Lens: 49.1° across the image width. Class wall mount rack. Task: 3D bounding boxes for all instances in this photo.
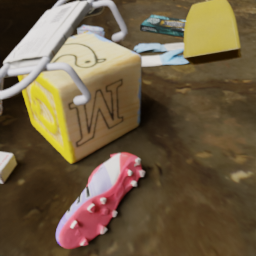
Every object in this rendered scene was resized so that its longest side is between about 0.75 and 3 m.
[{"bbox_3d":[-1.300,-1.107,4.478,2.254,0.967,2.594,0,50,31],"label":"wall mount rack"}]

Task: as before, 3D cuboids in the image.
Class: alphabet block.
[{"bbox_3d":[-1.299,-0.939,7.785,2.458,2.413,2.400,-30,47,-31],"label":"alphabet block"}]

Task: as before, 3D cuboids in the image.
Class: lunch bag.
[{"bbox_3d":[-1.629,-3.999,12.600,1.166,0.989,0.741,12,38,12],"label":"lunch bag"}]

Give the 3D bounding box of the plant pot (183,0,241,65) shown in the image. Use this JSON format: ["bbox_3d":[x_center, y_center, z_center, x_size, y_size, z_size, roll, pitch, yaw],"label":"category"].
[{"bbox_3d":[2.059,-2.372,6.910,1.271,1.309,1.279,-4,3,23],"label":"plant pot"}]

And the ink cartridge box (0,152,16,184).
[{"bbox_3d":[-3.441,0.958,7.042,0.974,0.412,0.704,6,40,10],"label":"ink cartridge box"}]

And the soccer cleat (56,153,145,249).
[{"bbox_3d":[-0.664,1.483,6.190,1.020,0.890,2.668,5,36,39],"label":"soccer cleat"}]

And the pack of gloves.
[{"bbox_3d":[1.545,-3.427,12.311,2.519,0.497,2.117,-4,41,-6],"label":"pack of gloves"}]

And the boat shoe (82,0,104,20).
[{"bbox_3d":[-1.484,-3.540,8.461,1.509,0.548,0.473,-12,-3,17],"label":"boat shoe"}]

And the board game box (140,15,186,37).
[{"bbox_3d":[2.113,-5.388,14.790,2.532,0.357,1.713,16,42,19],"label":"board game box"}]
